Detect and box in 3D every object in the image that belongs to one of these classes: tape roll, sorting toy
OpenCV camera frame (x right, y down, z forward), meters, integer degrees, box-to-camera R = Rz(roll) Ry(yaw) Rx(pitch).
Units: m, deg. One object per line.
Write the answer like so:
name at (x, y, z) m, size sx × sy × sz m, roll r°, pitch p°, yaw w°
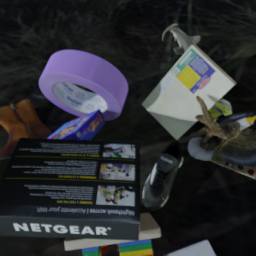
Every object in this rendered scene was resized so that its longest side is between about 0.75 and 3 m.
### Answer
tape roll at (-1.450, -1.289, 9.292) m, size 2.788 × 2.788 × 0.915 m, roll 13°, pitch 67°, yaw 11°
sorting toy at (-0.320, 2.662, 6.670) m, size 1.995 × 1.983 × 0.694 m, roll -7°, pitch 82°, yaw -4°

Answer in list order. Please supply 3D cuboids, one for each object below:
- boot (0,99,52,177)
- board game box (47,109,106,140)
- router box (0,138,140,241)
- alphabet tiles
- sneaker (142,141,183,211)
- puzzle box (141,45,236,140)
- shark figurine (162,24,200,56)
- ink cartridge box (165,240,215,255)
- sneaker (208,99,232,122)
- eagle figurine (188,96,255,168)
boot at (-3.964, 0.143, 9.265) m, size 2.524 × 0.918 × 2.681 m, roll -28°, pitch 58°, yaw -27°
board game box at (-1.706, 0.208, 8.598) m, size 1.478 × 0.492 × 2.199 m, roll -22°, pitch 15°, yaw 20°
router box at (-1.217, 1.234, 6.172) m, size 2.968 × 0.758 × 2.214 m, roll 2°, pitch 40°, yaw 1°
alphabet tiles at (3.698, 0.633, 9.534) m, size 1.700 × 0.077 × 2.034 m, roll 22°, pitch 51°, yaw 20°
sneaker at (1.050, 1.289, 8.306) m, size 0.784 × 1.067 × 2.359 m, roll 20°, pitch 52°, yaw 18°
puzzle box at (1.830, -1.059, 8.929) m, size 1.750 × 2.631 × 0.334 m, roll 47°, pitch 33°, yaw 9°
shark figurine at (1.801, -2.787, 8.766) m, size 0.793 × 1.901 × 1.136 m, roll -8°, pitch 56°, yaw 35°
ink cartridge box at (1.124, 3.565, 6.117) m, size 1.789 × 1.312 × 1.306 m, roll -15°, pitch 50°, yaw -12°
sneaker at (2.738, -0.674, 9.849) m, size 2.293 × 0.864 × 0.876 m, roll 9°, pitch 50°, yaw -17°
eagle figurine at (3.160, 0.170, 8.455) m, size 1.875 × 2.484 × 1.885 m, roll 3°, pitch 82°, yaw 47°
